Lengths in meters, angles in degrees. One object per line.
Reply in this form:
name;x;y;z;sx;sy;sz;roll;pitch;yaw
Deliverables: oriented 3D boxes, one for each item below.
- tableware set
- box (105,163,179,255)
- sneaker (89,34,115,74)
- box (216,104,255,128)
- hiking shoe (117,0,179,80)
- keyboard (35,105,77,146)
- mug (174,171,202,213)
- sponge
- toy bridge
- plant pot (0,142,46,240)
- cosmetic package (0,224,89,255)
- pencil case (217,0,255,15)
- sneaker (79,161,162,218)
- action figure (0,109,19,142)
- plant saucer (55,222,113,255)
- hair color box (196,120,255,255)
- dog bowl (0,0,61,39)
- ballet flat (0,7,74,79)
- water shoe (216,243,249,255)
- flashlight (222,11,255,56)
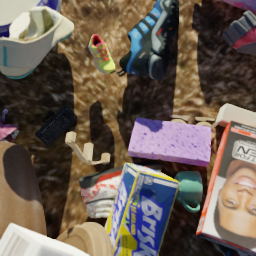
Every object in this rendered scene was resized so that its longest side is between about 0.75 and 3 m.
tableware set;1.620;0.068;7.154;1.232;0.247;0.814;6;78;1
box;0.046;2.333;5.870;0.964;1.050;2.998;17;89;-16
sneaker;-0.659;-1.825;6.890;0.439;0.507;1.123;-26;73;-19
box;2.902;-0.158;7.040;1.200;0.570;0.467;20;83;5
hiking shoe;0.583;-2.626;7.330;1.228;1.054;2.833;9;68;20
keyboard;-1.870;-0.113;7.110;1.063;0.136;0.638;-46;110;-10
mug;1.376;1.423;6.533;0.556;0.900;0.739;1;112;-2
sponge;1.008;0.318;6.722;1.863;0.278;1.039;8;50;8
toy bridge;-0.906;0.564;6.299;0.187;1.373;0.462;-16;56;30
plant pot;-2.822;1.625;6.014;2.277;2.277;2.436;-5;60;-1
cosmetic package;-1.353;2.425;4.424;1.430;1.178;1.180;40;64;-35
pencil case;3.312;-3.669;7.488;2.925;1.279;1.279;28;79;6
sneaker;-0.086;1.494;6.684;2.013;0.672;1.079;-12;93;-12
action figure;-3.267;0.005;7.131;1.033;0.692;0.769;33;123;18
plant saucer;-1.233;3.036;5.524;0.364;2.474;2.474;36;78;-27
hair color box;2.563;1.295;6.281;1.362;0.822;2.684;17;68;11
dog bowl;-3.337;-3.625;7.496;2.840;1.118;2.840;0;78;0
ballet flat;-2.000;-2.191;6.311;1.022;1.022;2.942;10;40;2
water shoe;2.522;2.752;6.496;0.642;0.581;1.626;2;55;-43
flashlight;3.669;-1.654;7.237;0.956;0.953;2.814;-37;86;3
